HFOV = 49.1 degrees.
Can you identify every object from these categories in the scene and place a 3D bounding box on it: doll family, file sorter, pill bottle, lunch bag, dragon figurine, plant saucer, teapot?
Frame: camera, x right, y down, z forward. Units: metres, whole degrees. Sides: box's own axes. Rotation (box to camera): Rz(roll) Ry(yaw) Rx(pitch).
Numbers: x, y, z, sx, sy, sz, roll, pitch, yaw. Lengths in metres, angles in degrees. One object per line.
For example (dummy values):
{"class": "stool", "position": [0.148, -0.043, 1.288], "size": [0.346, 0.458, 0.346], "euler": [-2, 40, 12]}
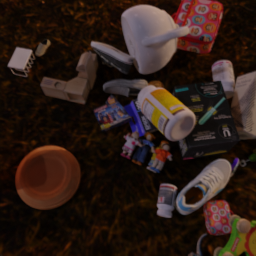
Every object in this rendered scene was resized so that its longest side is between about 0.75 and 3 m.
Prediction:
{"class": "doll family", "position": [0.814, 0.878, 10.885], "size": [2.139, 0.964, 1.328], "euler": [22, 76, 26]}
{"class": "file sorter", "position": [-4.748, -2.934, 12.562], "size": [0.728, 0.653, 1.049], "euler": [12, 67, 5]}
{"class": "pill bottle", "position": [1.259, -0.613, 9.949], "size": [1.214, 1.214, 2.223], "euler": [-29, 47, -12]}
{"class": "lunch bag", "position": [3.057, -4.897, 13.242], "size": [2.372, 1.103, 2.693], "euler": [16, 67, 12]}
{"class": "pill bottle", "position": [4.114, -2.066, 12.072], "size": [0.848, 0.848, 1.497], "euler": [1, 66, 1]}
{"class": "dragon figurine", "position": [2.426, 4.695, 9.241], "size": [1.067, 0.631, 2.145], "euler": [28, 67, 11]}
{"class": "plant saucer", "position": [-3.073, 1.804, 10.605], "size": [2.464, 0.461, 2.464], "euler": [0, 66, 1]}
{"class": "teapot", "position": [1.122, -3.803, 11.677], "size": [2.187, 2.955, 2.994], "euler": [-20, 65, -2]}
{"class": "lunch bag", "position": [3.276, 3.184, 9.982], "size": [1.033, 0.481, 1.173], "euler": [-4, 66, -2]}
{"class": "pill bottle", "position": [1.384, 2.634, 10.131], "size": [0.628, 0.628, 1.085], "euler": [12, 66, 5]}

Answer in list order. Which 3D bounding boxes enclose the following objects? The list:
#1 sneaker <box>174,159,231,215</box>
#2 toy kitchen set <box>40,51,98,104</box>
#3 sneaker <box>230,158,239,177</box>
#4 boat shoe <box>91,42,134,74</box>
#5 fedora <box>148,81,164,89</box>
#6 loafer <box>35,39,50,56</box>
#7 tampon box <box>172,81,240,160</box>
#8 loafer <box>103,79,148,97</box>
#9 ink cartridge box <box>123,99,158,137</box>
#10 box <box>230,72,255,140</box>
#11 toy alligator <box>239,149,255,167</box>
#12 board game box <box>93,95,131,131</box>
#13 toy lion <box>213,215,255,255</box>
{"class": "sneaker", "position": [2.838, 2.096, 10.133], "size": [2.646, 1.069, 1.012], "euler": [-41, 72, -15]}
{"class": "toy kitchen set", "position": [-2.461, -2.456, 11.778], "size": [1.882, 1.702, 2.087], "euler": [13, 67, 6]}
{"class": "sneaker", "position": [3.987, 1.458, 10.848], "size": [0.399, 0.279, 0.803], "euler": [29, 70, 13]}
{"class": "boat shoe", "position": [-0.855, -3.152, 12.458], "size": [0.909, 0.819, 2.572], "euler": [-5, 33, -46]}
{"class": "fedora", "position": [1.198, -1.809, 12.259], "size": [0.763, 0.311, 0.763], "euler": [0, 67, 1]}
{"class": "loafer", "position": [-4.031, -3.778, 13.102], "size": [0.372, 0.335, 0.982], "euler": [23, 68, 10]}
{"class": "tampon box", "position": [2.826, -0.259, 10.875], "size": [1.885, 1.588, 2.515], "euler": [-7, 67, -3]}
{"class": "loafer", "position": [-0.097, -1.669, 11.997], "size": [1.950, 0.682, 0.680], "euler": [-4, 58, -2]}
{"class": "ink cartridge box", "position": [0.757, -0.537, 11.618], "size": [1.584, 0.344, 1.569], "euler": [-20, 68, -2]}
{"class": "box", "position": [4.743, -0.851, 11.119], "size": [0.863, 1.037, 2.525], "euler": [22, 74, -22]}
{"class": "toy alligator", "position": [5.149, 1.065, 10.945], "size": [1.716, 0.412, 0.569], "euler": [-26, 68, -11]}
{"class": "board game box", "position": [-0.724, -0.653, 11.600], "size": [1.311, 0.404, 1.310], "euler": [-23, 72, -10]}
{"class": "toy lion", "position": [4.100, 3.985, 9.440], "size": [1.853, 0.664, 1.934], "euler": [31, 81, -9]}
